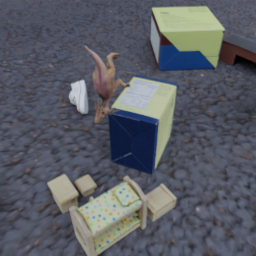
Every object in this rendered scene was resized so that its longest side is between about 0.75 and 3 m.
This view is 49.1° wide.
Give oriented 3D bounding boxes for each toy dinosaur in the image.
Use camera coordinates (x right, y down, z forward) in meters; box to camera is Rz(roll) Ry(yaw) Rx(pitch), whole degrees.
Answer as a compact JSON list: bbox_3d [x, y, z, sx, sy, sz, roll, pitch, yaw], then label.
[{"bbox_3d":[-0.487,-0.841,5.642,0.669,1.558,1.056,4,51,20],"label":"toy dinosaur"}]

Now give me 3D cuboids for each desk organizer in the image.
[{"bbox_3d":[5.484,-3.271,12.764,0.974,1.045,2.715,-30,50,-29],"label":"desk organizer"}]

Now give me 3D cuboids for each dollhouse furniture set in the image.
[{"bbox_3d":[-0.440,1.496,7.233,2.592,1.441,2.292,-26,48,-26],"label":"dollhouse furniture set"}]

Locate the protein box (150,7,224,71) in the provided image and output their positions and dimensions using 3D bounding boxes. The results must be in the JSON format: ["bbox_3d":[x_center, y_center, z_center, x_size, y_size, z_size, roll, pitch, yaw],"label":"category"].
[{"bbox_3d":[2.589,-4.268,13.226,2.774,1.886,2.795,-3,42,-3],"label":"protein box"}]

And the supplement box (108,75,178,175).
[{"bbox_3d":[0.486,-0.148,8.560,1.397,2.082,2.079,16,45,17],"label":"supplement box"}]

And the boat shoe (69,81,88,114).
[{"bbox_3d":[-1.934,-1.181,10.741,0.669,0.732,2.035,-10,43,-3],"label":"boat shoe"}]
